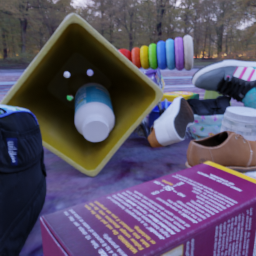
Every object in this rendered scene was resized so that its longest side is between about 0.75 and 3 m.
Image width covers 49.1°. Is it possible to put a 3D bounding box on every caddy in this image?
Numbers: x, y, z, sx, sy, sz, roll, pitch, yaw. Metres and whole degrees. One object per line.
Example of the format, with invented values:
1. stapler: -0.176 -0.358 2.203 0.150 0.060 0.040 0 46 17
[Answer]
1. caddy: 1.427 -0.589 10.713 1.355 1.006 1.917 0 16 6

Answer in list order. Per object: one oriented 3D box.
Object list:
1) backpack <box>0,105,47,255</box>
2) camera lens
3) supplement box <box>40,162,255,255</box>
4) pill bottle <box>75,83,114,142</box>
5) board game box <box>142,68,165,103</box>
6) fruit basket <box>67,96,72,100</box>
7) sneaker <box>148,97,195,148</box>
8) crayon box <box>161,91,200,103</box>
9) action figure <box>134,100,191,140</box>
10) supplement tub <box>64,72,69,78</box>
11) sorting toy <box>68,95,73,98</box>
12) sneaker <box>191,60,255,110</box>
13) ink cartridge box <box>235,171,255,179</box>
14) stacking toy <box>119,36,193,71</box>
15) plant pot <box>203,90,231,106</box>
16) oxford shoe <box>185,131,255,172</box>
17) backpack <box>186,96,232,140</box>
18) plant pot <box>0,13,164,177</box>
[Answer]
1. backpack: -2.160 0.683 3.910 1.722 2.144 2.343 2 11 2
2. camera lens: 2.866 0.168 7.133 0.989 1.236 0.989 2 19 -1
3. supplement box: 0.426 1.346 2.993 2.392 1.320 1.024 -10 18 -34
4. pill bottle: -0.853 -0.378 7.007 0.958 0.958 1.728 -2 32 -9
5. board game box: -0.047 -1.212 9.706 2.410 0.827 2.916 -18 15 15
6. fruit basket: -2.307 -0.882 10.526 0.927 0.469 1.000 24 -22 10
7. sneaker: 1.016 -0.156 6.881 0.910 0.782 2.149 -27 6 30
8. crayon box: 2.632 -1.528 14.967 1.448 0.579 2.281 13 20 40
9. action figure: 0.658 -0.189 8.754 2.527 1.289 1.502 2 14 25
10. supplement tub: -2.963 -2.206 11.185 2.265 1.495 1.495 -19 1 38
11. sorting toy: -2.115 -1.237 11.777 2.581 0.509 2.789 4 45 15
12. sneaker: 3.328 -1.025 8.132 2.727 1.140 1.647 -4 54 -8
13. ink cartridge box: 2.463 0.995 5.720 1.325 0.567 0.978 13 21 35
14. stacking toy: 0.739 -2.241 8.798 2.501 1.068 1.068 -2 15 9
15. plant pot: 4.378 -1.691 13.798 1.587 1.507 1.587 0 14 0
16. oxford shoe: 2.144 0.401 5.474 2.157 0.769 0.769 -8 17 -19
17. backpack: 2.642 -0.269 8.976 1.726 1.309 2.068 -10 15 9
18. plant pot: -1.159 -0.903 6.973 2.534 2.550 2.609 38 7 -20
